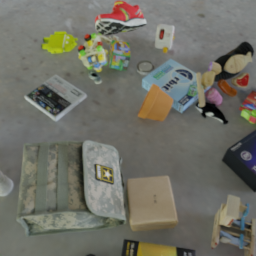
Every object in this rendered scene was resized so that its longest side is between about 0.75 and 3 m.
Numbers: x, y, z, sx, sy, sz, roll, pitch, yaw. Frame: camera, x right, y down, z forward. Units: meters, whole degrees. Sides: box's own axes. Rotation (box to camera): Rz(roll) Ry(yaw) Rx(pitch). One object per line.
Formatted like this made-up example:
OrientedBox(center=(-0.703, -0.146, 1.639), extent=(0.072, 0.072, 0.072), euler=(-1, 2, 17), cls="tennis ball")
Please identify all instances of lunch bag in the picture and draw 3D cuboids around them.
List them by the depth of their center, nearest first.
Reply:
OrientedBox(center=(-1.440, 1.591, 7.769), extent=(2.780, 1.634, 2.280), euler=(-3, 52, -9), cls="lunch bag")

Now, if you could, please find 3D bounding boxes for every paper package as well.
OrientedBox(center=(0.628, 2.132, 7.906), extent=(1.286, 0.698, 1.349), euler=(-4, 54, -3), cls="paper package")

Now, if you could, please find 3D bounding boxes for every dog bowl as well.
OrientedBox(center=(0.731, -2.512, 11.740), extent=(0.780, 0.229, 0.780), euler=(0, 52, 0), cls="dog bowl")

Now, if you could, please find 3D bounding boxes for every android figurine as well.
OrientedBox(center=(-3.098, -3.873, 12.726), extent=(1.596, 0.328, 1.453), euler=(0, 52, 2), cls="android figurine")

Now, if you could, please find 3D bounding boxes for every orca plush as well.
OrientedBox(center=(3.054, -0.626, 10.147), extent=(0.697, 0.471, 1.325), euler=(-27, 57, -19), cls="orca plush")

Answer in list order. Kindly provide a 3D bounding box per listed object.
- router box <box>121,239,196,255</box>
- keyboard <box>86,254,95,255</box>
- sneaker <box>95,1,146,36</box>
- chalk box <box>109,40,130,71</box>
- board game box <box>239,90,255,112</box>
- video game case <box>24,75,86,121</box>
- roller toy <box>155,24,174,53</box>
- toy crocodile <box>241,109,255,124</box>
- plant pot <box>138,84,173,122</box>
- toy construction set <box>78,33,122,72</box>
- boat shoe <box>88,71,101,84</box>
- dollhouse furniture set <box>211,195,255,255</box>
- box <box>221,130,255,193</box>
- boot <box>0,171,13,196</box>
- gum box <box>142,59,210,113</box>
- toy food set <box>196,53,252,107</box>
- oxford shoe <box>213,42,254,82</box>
OrientedBox(center=(0.619, 3.983, 6.538), extent=(1.835, 0.609, 2.333), euler=(6, 53, 5), cls="router box")
OrientedBox(center=(-1.768, 4.241, 6.585), extent=(2.608, 0.269, 1.657), euler=(-20, 55, -13), cls="keyboard")
OrientedBox(center=(-0.429, -4.718, 11.846), extent=(1.135, 1.251, 2.947), euler=(-13, 10, 41), cls="sneaker")
OrientedBox(center=(-0.363, -2.910, 11.600), extent=(0.762, 0.768, 1.230), euler=(6, 52, -12), cls="chalk box")
OrientedBox(center=(5.357, -0.500, 10.141), extent=(2.332, 0.227, 1.200), euler=(31, 52, 22), cls="board game box")
OrientedBox(center=(-2.779, -1.195, 10.759), extent=(1.765, 0.206, 1.604), euler=(33, 59, 22), cls="video game case")
OrientedBox(center=(1.644, -4.003, 12.363), extent=(0.793, 1.035, 1.135), euler=(10, 53, 7), cls="roller toy")
OrientedBox(center=(4.640, -0.229, 9.822), extent=(1.406, 0.475, 0.434), euler=(32, 53, 23), cls="toy crocodile")
OrientedBox(center=(1.000, -0.799, 9.883), extent=(0.894, 1.277, 1.277), euler=(25, 55, -1), cls="plant pot")
OrientedBox(center=(-1.205, -3.308, 11.720), extent=(1.552, 1.090, 2.367), euler=(3, 40, 25), cls="toy construction set")
OrientedBox(center=(-1.362, -2.135, 11.320), extent=(0.363, 0.308, 0.997), euler=(-25, 43, -12), cls="boat shoe")
OrientedBox(center=(2.803, 2.565, 7.131), extent=(0.987, 1.401, 0.982), euler=(14, 54, 11), cls="dollhouse furniture set")
OrientedBox(center=(4.232, 0.851, 8.851), extent=(1.987, 0.784, 1.402), euler=(-29, 55, -20), cls="box")
OrientedBox(center=(-4.504, 1.362, 8.285), extent=(2.135, 1.020, 0.785), euler=(10, 53, 8), cls="boot")
OrientedBox(center=(1.875, -1.699, 10.963), extent=(1.747, 0.458, 2.057), euler=(-38, 61, -25), cls="gum box")
OrientedBox(center=(3.523, -1.716, 10.422), extent=(2.706, 1.720, 0.426), euler=(-18, 19, -24), cls="toy food set")
OrientedBox(center=(3.945, -2.445, 11.235), extent=(2.600, 1.098, 0.945), euler=(-34, 90, -28), cls="oxford shoe")
